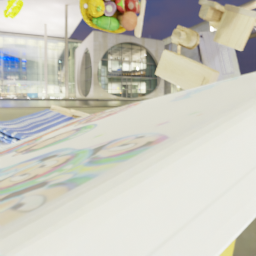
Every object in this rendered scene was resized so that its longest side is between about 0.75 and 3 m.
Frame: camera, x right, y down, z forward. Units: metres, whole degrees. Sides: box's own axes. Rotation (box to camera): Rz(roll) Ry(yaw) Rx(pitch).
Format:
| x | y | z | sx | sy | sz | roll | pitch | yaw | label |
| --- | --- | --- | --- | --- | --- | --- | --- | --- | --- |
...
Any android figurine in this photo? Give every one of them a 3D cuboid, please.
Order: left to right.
| x | y | z | sx | sy | sz | roll | pitch | yaw | label |
| --- | --- | --- | --- | --- | --- | --- | --- | --- | --- |
| -3.340 | -3.575 | 8.190 | 0.896 | 0.984 | 0.202 | -40 | -39 | 19 | android figurine |

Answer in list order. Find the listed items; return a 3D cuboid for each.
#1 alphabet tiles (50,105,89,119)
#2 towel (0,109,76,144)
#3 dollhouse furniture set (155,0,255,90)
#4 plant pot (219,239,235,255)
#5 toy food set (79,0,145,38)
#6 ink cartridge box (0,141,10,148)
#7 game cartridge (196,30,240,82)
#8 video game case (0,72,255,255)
| x | y | z | sx | sy | sz | roll | pitch | yaw | label |
| --- | --- | --- | --- | --- | --- | --- | --- | --- | --- |
| -0.539 | -0.047 | 7.283 | 2.826 | 0.206 | 2.764 | 17 | -3 | -4 | alphabet tiles |
| -0.814 | 0.149 | 5.222 | 2.836 | 0.338 | 2.053 | 16 | 16 | 12 | towel |
| 3.220 | -2.787 | 10.311 | 2.426 | 2.977 | 2.831 | -6 | 33 | -46 | dollhouse furniture set |
| 0.241 | 0.721 | 1.903 | 0.720 | 0.817 | 0.817 | 9 | 5 | -6 | plant pot |
| -0.223 | -2.856 | 6.846 | 1.864 | 1.097 | 0.609 | 2 | 23 | -32 | toy food set |
| -2.471 | 0.353 | 6.122 | 2.767 | 0.563 | 2.772 | -6 | 8 | -43 | ink cartridge box |
| 3.518 | -2.666 | 10.983 | 1.500 | 2.314 | 0.444 | -9 | -5 | -16 | game cartridge |
| -0.789 | 0.357 | 1.573 | 2.970 | 0.352 | 2.703 | -23 | 9 | -35 | video game case |
